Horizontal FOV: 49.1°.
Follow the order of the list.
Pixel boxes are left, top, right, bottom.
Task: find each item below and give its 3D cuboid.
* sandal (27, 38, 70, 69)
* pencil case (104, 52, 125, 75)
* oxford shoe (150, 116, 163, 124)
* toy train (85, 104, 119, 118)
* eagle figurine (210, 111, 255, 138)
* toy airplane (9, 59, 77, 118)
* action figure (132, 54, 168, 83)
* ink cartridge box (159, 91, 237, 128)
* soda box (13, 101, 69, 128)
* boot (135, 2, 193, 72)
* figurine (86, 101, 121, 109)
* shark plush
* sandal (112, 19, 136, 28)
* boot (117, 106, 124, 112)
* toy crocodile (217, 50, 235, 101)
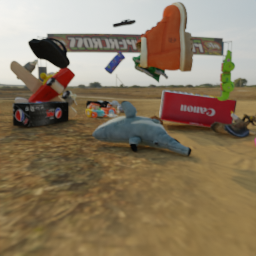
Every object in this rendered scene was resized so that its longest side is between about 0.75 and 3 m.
[{"bbox_3d":[-2.608,-2.676,9.426,0.619,0.973,2.587,-39,42,-21],"label":"sandal"},{"bbox_3d":[-0.460,-2.277,9.877,0.341,0.874,0.380,25,25,-51],"label":"pencil case"},{"bbox_3d":[1.006,-0.346,11.617,0.951,0.339,0.339,1,9,25],"label":"oxford shoe"},{"bbox_3d":[-1.369,-1.001,15.165,1.917,0.710,2.552,-1,7,-7],"label":"toy train"},{"bbox_3d":[3.218,-0.052,8.385,1.223,0.923,0.928,-31,-29,-12],"label":"eagle figurine"},{"bbox_3d":[-3.657,-1.701,12.538,2.772,2.784,1.965,6,46,-1],"label":"toy airplane"},{"bbox_3d":[1.006,-2.711,12.227,2.289,1.352,0.626,7,26,-42],"label":"action figure"},{"bbox_3d":[2.504,-0.703,10.374,2.572,1.079,2.258,8,9,4],"label":"ink cartridge box"},{"bbox_3d":[-3.406,-0.596,11.235,0.812,0.907,2.564,5,8,21],"label":"soda box"},{"bbox_3d":[0.981,-2.745,8.173,1.535,1.074,2.863,-2,49,6],"label":"boot"},{"bbox_3d":[-1.497,-1.433,17.929,1.678,0.741,1.720,-1,5,32],"label":"figurine"},{"bbox_3d":[0.322,0.328,6.486,2.397,1.089,0.999,28,43,30],"label":"shark plush"},{"bbox_3d":[-0.168,-4.260,11.303,0.971,0.208,0.369,-9,3,3],"label":"sandal"},{"bbox_3d":[-0.306,-1.233,18.059,0.510,0.411,1.129,-3,5,17],"label":"boot"},{"bbox_3d":[2.387,-1.264,6.822,0.384,1.244,0.420,3,19,18],"label":"toy crocodile"}]
